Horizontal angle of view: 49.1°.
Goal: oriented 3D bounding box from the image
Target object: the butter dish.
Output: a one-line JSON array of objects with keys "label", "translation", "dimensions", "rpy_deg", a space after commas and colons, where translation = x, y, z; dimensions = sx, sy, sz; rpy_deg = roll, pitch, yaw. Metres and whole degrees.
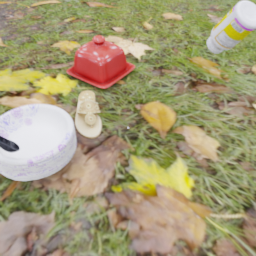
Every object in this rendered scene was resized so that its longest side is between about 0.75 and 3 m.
[{"label": "butter dish", "translation": [-1.419, -3.623, 14.172], "dimensions": [2.797, 2.073, 2.805], "rpy_deg": [26, 48, 27]}]

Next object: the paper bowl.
[{"label": "paper bowl", "translation": [-3.294, 0.597, 9.908], "dimensions": [2.919, 1.518, 2.919], "rpy_deg": [0, 42, 0]}]

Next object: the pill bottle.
[{"label": "pill bottle", "translation": [4.083, -3.863, 11.114], "dimensions": [1.148, 2.202, 1.148], "rpy_deg": [6, 72, -18]}]

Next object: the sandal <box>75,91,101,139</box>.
[{"label": "sandal", "translation": [-1.776, -0.910, 11.976], "dimensions": [1.104, 0.990, 3.010], "rpy_deg": [-6, 42, -6]}]

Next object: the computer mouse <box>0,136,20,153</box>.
[{"label": "computer mouse", "translation": [-3.591, 0.454, 8.052], "dimensions": [0.249, 0.946, 0.655], "rpy_deg": [-49, 32, 7]}]
